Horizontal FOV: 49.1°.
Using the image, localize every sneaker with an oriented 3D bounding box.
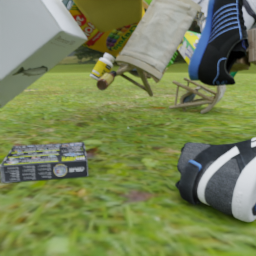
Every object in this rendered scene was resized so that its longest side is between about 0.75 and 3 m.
[{"bbox_3d":[2.233,-3.364,8.317,2.935,1.687,1.103,29,-17,15],"label":"sneaker"},{"bbox_3d":[2.323,-2.284,6.448,1.080,2.773,0.972,18,3,30],"label":"sneaker"},{"bbox_3d":[1.733,0.478,4.679,1.465,0.957,2.619,13,20,39],"label":"sneaker"}]

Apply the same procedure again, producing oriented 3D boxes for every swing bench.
[{"bbox_3d":[2.987,-1.356,11.837,1.947,1.263,1.937,12,17,23],"label":"swing bench"},{"bbox_3d":[0.588,-1.936,6.565,1.177,1.805,1.815,31,-6,2],"label":"swing bench"}]

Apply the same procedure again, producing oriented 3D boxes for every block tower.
[{"bbox_3d":[2.986,-1.906,6.916,0.798,0.854,2.953,3,-3,-43],"label":"block tower"}]

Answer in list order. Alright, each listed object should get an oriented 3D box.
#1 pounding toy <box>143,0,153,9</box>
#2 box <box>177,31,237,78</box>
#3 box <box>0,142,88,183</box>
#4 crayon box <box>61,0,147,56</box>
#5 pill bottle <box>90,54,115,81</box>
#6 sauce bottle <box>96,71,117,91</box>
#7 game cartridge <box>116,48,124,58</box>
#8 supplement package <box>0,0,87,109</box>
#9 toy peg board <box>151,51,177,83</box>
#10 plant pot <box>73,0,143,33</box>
[{"bbox_3d":[0.736,-4.306,9.961,0.787,1.310,1.697,-43,27,-6],"label":"pounding toy"},{"bbox_3d":[2.974,-3.023,11.207,1.712,0.706,2.918,5,40,-23],"label":"box"},{"bbox_3d":[-1.556,0.627,5.425,1.486,0.329,1.191,-3,14,-12],"label":"box"},{"bbox_3d":[-0.586,-2.714,7.257,2.377,0.604,1.509,6,-30,-39],"label":"crayon box"},{"bbox_3d":[-1.052,-2.505,11.766,0.647,1.163,0.647,31,1,-1],"label":"pill bottle"},{"bbox_3d":[-0.486,-1.146,6.642,0.286,0.286,0.866,4,27,15],"label":"sauce bottle"},{"bbox_3d":[-0.190,-3.156,9.397,0.425,2.622,2.311,-32,42,-8],"label":"game cartridge"},{"bbox_3d":[-2.242,-1.463,4.939,2.471,1.449,1.444,-34,5,13],"label":"supplement package"},{"bbox_3d":[1.141,-3.236,11.849,0.987,2.009,2.017,-34,13,31],"label":"toy peg board"},{"bbox_3d":[-0.306,-2.523,5.097,1.260,1.112,1.260,-12,49,12],"label":"plant pot"}]
